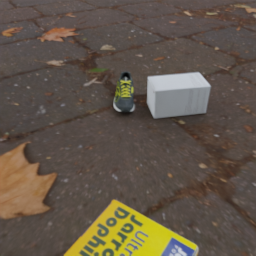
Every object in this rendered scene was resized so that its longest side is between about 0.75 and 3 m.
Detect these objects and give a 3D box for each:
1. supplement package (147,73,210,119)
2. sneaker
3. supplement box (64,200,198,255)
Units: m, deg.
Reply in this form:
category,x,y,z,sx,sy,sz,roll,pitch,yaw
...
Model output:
category,x,y,z,sx,sy,sz,roll,pitch,yaw
supplement package,2.041,-1.379,11.757,2.280,1.333,1.338,-6,37,-8
sneaker,-0.199,-1.609,12.242,0.896,1.018,2.405,-1,41,-4
supplement box,-0.040,2.986,4.746,1.596,2.914,1.586,22,42,26
